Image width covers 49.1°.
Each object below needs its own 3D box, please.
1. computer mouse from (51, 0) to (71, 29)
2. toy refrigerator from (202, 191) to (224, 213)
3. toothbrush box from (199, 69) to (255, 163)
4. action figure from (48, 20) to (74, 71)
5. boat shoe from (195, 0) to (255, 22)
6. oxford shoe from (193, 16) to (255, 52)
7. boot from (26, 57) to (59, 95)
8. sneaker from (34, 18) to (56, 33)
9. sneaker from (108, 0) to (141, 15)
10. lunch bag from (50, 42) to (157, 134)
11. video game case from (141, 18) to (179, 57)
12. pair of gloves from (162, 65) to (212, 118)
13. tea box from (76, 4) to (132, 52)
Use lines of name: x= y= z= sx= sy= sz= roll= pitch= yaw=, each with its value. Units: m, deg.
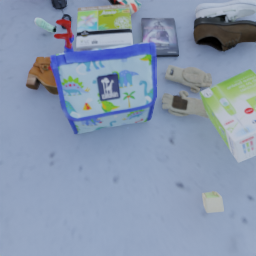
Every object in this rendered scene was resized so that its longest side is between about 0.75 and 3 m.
computer mouse: x=-2.526 y=-4.508 z=10.563 sx=0.548 sy=0.318 sz=1.871 roll=-18 pitch=67 yaw=-7
toy refrigerator: x=2.083 y=1.813 z=6.955 sx=0.397 sy=1.045 sz=0.366 roll=-9 pitch=82 yaw=11
toothbrush box: x=3.049 y=-0.384 z=7.321 sx=1.541 sy=0.911 sz=2.117 roll=-24 pitch=42 yaw=8
action figure: x=-1.996 y=-2.092 z=8.148 sx=1.109 sy=2.240 sz=0.731 roll=1 pitch=66 yaw=2
boat shoe: x=3.593 y=-4.093 z=10.212 sx=2.218 sy=0.816 sz=0.741 roll=-1 pitch=75 yaw=12
oxford shoe: x=3.550 y=-3.078 z=9.669 sx=2.592 sy=0.942 sz=1.094 roll=6 pitch=76 yaw=9
boot: x=-2.494 y=-1.719 z=9.106 sx=1.460 sy=0.560 sz=1.133 roll=9 pitch=69 yaw=9
sneaker: x=-2.870 y=-3.617 z=9.854 sx=0.470 sy=0.797 sz=0.293 roll=22 pitch=93 yaw=31
sneaker: x=-0.230 y=-5.036 z=10.588 sx=0.887 sy=0.668 sz=1.897 roll=-30 pitch=74 yaw=-14
lunch bag: x=-0.568 y=-1.116 z=7.543 sx=2.459 sy=2.892 sz=1.843 roll=-11 pitch=66 yaw=-7
video game case: x=1.122 y=-3.271 z=10.043 sx=1.229 sy=0.163 sz=1.720 roll=-1 pitch=66 yaw=-2
pair of gloves: x=1.911 y=-1.159 z=9.013 sx=1.573 sy=0.324 sz=1.850 roll=7 pitch=64 yaw=6
tea box: x=-0.750 y=-3.035 z=9.386 sx=1.757 sy=1.174 sz=1.728 roll=-4 pitch=64 yaw=1
